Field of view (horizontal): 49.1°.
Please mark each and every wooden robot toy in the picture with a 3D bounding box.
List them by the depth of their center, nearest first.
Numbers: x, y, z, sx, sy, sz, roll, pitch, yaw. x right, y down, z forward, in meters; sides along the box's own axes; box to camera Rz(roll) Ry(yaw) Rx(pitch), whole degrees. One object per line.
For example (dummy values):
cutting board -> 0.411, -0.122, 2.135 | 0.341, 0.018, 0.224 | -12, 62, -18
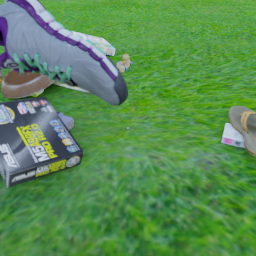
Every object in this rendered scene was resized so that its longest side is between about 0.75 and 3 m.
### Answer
wooden robot toy -> -0.191, -2.927, 12.157 | 0.587, 0.604, 1.332 | 11, 36, 14

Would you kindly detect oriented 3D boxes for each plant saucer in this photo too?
plant saucer -> -3.701, -1.950, 10.446 | 2.309, 0.398, 2.309 | -10, 42, 9

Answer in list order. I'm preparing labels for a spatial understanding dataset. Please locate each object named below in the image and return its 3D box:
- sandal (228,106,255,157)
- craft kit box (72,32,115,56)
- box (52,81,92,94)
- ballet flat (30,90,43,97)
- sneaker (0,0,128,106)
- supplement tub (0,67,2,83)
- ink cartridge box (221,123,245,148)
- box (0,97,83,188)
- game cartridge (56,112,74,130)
sandal -> 3.377, -0.052, 7.582 | 0.868, 0.584, 2.162 | 1, 35, 2
craft kit box -> -1.726, -4.098, 13.593 | 1.745, 0.429, 1.767 | 1, 31, -29
box -> -1.890, -2.172, 11.106 | 2.256, 0.545, 1.786 | 16, 38, 22
ballet flat -> -3.298, -1.521, 10.392 | 0.404, 0.402, 1.204 | 21, 37, -7
sneaker -> -1.367, -1.104, 4.841 | 2.881, 1.072, 1.261 | 40, 70, 14
supplement tub -> -3.553, -1.448, 7.299 | 0.498, 0.932, 0.498 | 5, -2, 0
ink cartridge box -> 3.329, 0.277, 7.832 | 1.286, 0.270, 0.767 | 12, 36, 20
box -> -2.463, 0.199, 6.955 | 1.838, 0.508, 2.294 | -13, 51, -38
game cartridge -> -3.032, -0.117, 8.287 | 2.443, 0.469, 1.584 | 15, 41, 20
